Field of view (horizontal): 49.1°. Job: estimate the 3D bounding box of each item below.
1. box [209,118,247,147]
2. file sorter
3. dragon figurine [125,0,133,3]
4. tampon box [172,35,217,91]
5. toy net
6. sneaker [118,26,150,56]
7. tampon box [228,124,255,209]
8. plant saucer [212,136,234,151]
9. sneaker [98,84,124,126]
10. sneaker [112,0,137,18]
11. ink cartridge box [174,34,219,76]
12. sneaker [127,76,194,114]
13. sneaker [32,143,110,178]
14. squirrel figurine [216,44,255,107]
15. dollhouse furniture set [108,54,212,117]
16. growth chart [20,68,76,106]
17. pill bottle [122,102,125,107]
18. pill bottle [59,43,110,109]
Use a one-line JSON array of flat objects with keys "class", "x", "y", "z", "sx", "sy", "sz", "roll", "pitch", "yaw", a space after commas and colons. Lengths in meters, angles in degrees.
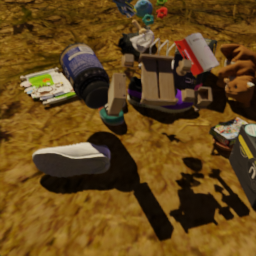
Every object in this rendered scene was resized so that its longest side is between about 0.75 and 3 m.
[{"class": "box", "x": 3.787, "y": 0.124, "z": 10.098, "sx": 1.620, "sy": 0.281, "sz": 0.892, "roll": -17, "pitch": 41, "yaw": -33}, {"class": "file sorter", "x": 1.710, "y": -3.597, "z": 13.898, "sx": 2.003, "sy": 1.247, "sz": 1.390, "roll": 18, "pitch": 44, "yaw": 20}, {"class": "dragon figurine", "x": 0.033, "y": -4.779, "z": 10.353, "sx": 0.825, "sy": 0.243, "sz": 0.410, "roll": -36, "pitch": 5, "yaw": 8}, {"class": "tampon box", "x": 3.027, "y": -2.978, "z": 12.842, "sx": 1.399, "sy": 1.660, "sz": 2.216, "roll": 18, "pitch": 44, "yaw": 19}, {"class": "toy net", "x": 0.668, "y": -3.294, "z": 9.076, "sx": 1.125, "sy": 0.414, "sz": 2.144, "roll": 4, "pitch": 73, "yaw": 8}, {"class": "sneaker", "x": 0.372, "y": -5.057, "z": 15.730, "sx": 1.554, "sy": 1.037, "sz": 2.713, "roll": 17, "pitch": 49, "yaw": 9}, {"class": "tampon box", "x": 4.714, "y": 1.009, "z": 8.254, "sx": 2.608, "sy": 1.646, "sz": 1.954, "roll": -4, "pitch": 41, "yaw": -5}, {"class": "plant saucer", "x": 3.437, "y": 0.502, "z": 9.871, "sx": 0.967, "sy": 0.181, "sz": 0.967, "roll": 6, "pitch": 33, "yaw": -4}, {"class": "sneaker", "x": -0.861, "y": -1.110, "z": 11.154, "sx": 0.899, "sy": 1.006, "sz": 2.519, "roll": -18, "pitch": 43, "yaw": -13}, {"class": "sneaker", "x": -0.173, "y": -3.600, "z": 8.364, "sx": 0.930, "sy": 0.383, "sz": 0.344, "roll": 22, "pitch": 47, "yaw": -39}, {"class": "ink cartridge box", "x": 2.535, "y": -2.714, "z": 10.209, "sx": 1.778, "sy": 0.507, "sz": 1.445, "roll": -27, "pitch": 86, "yaw": -55}, {"class": "sneaker", "x": 1.307, "y": -1.499, "z": 11.329, "sx": 2.831, "sy": 1.408, "sz": 0.984, "roll": 9, "pitch": 41, "yaw": 11}, {"class": "sneaker", "x": -1.793, "y": 0.941, "z": 9.029, "sx": 2.434, "sy": 0.930, "sz": 0.980, "roll": 4, "pitch": 33, "yaw": -8}, {"class": "squirrel figurine", "x": 5.122, "y": -2.126, "z": 11.856, "sx": 2.615, "sy": 1.851, "sz": 2.441, "roll": 2, "pitch": 47, "yaw": 6}, {"class": "dollhouse furniture set", "x": 0.871, "y": -1.195, "z": 8.385, "sx": 2.830, "sy": 1.253, "sz": 1.467, "roll": 2, "pitch": 71, "yaw": -11}, {"class": "growth chart", "x": -3.577, "y": -1.884, "z": 12.684, "sx": 2.135, "sy": 0.262, "sz": 2.950, "roll": -25, "pitch": 46, "yaw": -25}, {"class": "pill bottle", "x": -0.349, "y": -1.258, "z": 11.785, "sx": 0.459, "sy": 0.459, "sz": 0.838, "roll": -2, "pitch": 41, "yaw": -2}, {"class": "pill bottle", "x": -1.396, "y": -1.749, "z": 9.481, "sx": 1.273, "sy": 1.273, "sz": 2.277, "roll": -18, "pitch": 55, "yaw": -19}]
